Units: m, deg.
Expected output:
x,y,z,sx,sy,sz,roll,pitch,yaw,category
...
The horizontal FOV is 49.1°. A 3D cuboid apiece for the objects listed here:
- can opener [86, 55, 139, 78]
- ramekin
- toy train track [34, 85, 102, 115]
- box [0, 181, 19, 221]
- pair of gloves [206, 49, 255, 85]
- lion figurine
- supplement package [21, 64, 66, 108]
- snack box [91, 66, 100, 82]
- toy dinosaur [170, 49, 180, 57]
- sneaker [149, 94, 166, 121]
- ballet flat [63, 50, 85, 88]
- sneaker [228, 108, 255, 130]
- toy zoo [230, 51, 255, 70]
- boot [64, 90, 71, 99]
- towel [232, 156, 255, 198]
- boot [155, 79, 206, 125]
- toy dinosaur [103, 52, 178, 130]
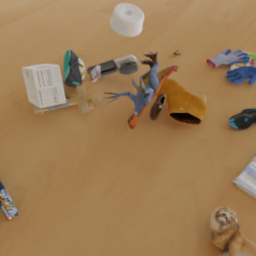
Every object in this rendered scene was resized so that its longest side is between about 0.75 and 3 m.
x,y,z,sx,sy,sz,roll,pitch,yaw,category
-0.715,-2.615,12.320,2.388,0.628,0.794,-9,52,21,can opener
-0.027,-4.504,11.593,1.396,0.680,1.396,7,56,-11,ramekin
-2.366,-0.917,11.236,2.717,0.442,1.558,-12,51,-5,toy train track
-3.805,1.554,7.908,0.359,1.300,1.904,-29,51,-28,box
5.169,-2.889,13.189,2.190,0.310,2.724,-20,48,-13,pair of gloves
2.987,3.069,6.781,2.449,0.888,1.500,34,44,13,lion figurine
-3.045,-1.553,10.024,0.943,1.324,1.700,-16,20,-28,supplement package
-1.258,-2.073,10.817,0.138,0.408,1.134,-2,-1,-18,snack box
2.466,-3.813,14.431,0.372,0.200,0.844,20,45,40,toy dinosaur
1.086,-0.758,10.242,0.373,1.059,0.400,20,2,-14,sneaker
-2.454,-2.634,12.738,1.014,1.014,2.775,-7,39,-7,ballet flat
4.432,-0.371,10.582,1.684,0.617,0.690,-10,27,-18,sneaker
5.861,-3.065,13.607,1.369,0.213,2.087,21,48,21,toy zoo
-2.826,-1.297,11.318,1.220,0.449,0.460,11,50,29,boot
4.328,1.533,8.725,1.380,0.224,1.879,35,53,30,towel
1.706,-1.020,10.711,2.574,0.906,1.843,17,39,13,boot
0.731,-1.225,9.855,2.974,1.562,2.699,5,84,-21,toy dinosaur
